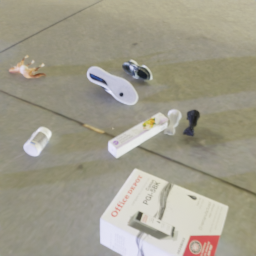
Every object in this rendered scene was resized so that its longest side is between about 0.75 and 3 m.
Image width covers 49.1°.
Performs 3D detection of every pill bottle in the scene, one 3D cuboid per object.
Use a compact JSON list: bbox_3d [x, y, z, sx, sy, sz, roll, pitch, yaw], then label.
[{"bbox_3d":[-3.070,0.448,9.566,0.552,0.552,0.970,11,41,11],"label":"pill bottle"}]

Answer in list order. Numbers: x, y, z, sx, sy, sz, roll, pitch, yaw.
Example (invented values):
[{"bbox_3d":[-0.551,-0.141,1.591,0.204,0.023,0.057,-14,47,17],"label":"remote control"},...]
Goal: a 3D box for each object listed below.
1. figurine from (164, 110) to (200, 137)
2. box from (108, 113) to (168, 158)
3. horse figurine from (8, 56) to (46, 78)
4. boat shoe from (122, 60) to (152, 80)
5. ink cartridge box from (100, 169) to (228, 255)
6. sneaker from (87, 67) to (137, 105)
[{"bbox_3d":[1.927,-0.130,10.161,1.170,0.504,1.142,2,45,26],"label":"figurine"},{"bbox_3d":[0.393,0.220,9.862,2.406,0.499,0.466,-30,54,-27],"label":"box"},{"bbox_3d":[-4.663,-2.737,13.048,1.741,0.435,1.154,31,63,22],"label":"horse figurine"},{"bbox_3d":[0.383,-2.555,12.772,0.544,0.682,1.804,-24,36,-25],"label":"boat shoe"},{"bbox_3d":[0.867,2.408,6.973,2.628,1.089,1.929,19,41,20],"label":"ink cartridge box"},{"bbox_3d":[-0.544,-1.818,11.818,2.312,0.845,1.293,34,10,1],"label":"sneaker"}]
